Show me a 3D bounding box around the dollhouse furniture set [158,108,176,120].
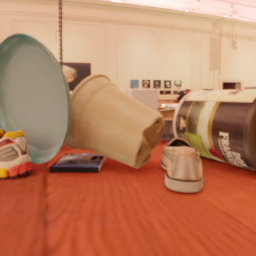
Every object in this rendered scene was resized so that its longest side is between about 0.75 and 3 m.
[{"bbox_3d":[1.709,-0.245,10.070,1.534,1.216,1.089,-5,-2,30],"label":"dollhouse furniture set"}]

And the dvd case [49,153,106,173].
[{"bbox_3d":[-1.046,0.747,6.133,0.991,0.122,1.389,0,7,2],"label":"dvd case"}]

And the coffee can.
[{"bbox_3d":[2.283,-0.025,6.091,1.642,1.642,2.243,-3,7,-26],"label":"coffee can"}]

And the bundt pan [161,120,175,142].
[{"bbox_3d":[1.752,0.067,8.907,1.848,0.694,1.848,-2,0,0],"label":"bundt pan"}]

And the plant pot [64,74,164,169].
[{"bbox_3d":[-0.213,-0.015,5.817,1.615,1.764,1.764,26,17,22],"label":"plant pot"}]

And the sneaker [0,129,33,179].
[{"bbox_3d":[-2.884,0.382,5.690,2.317,0.952,0.902,2,7,23],"label":"sneaker"}]

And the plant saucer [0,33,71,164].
[{"bbox_3d":[-1.943,-0.543,5.557,2.529,2.529,0.347,5,14,36],"label":"plant saucer"}]

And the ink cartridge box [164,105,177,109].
[{"bbox_3d":[3.746,-1.048,16.257,2.811,0.609,2.760,-1,7,-5],"label":"ink cartridge box"}]

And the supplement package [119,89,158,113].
[{"bbox_3d":[0.166,-1.165,14.982,1.772,1.785,2.352,-5,9,-37],"label":"supplement package"}]

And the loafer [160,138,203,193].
[{"bbox_3d":[1.048,0.527,5.352,0.836,0.731,2.327,2,7,6],"label":"loafer"}]
